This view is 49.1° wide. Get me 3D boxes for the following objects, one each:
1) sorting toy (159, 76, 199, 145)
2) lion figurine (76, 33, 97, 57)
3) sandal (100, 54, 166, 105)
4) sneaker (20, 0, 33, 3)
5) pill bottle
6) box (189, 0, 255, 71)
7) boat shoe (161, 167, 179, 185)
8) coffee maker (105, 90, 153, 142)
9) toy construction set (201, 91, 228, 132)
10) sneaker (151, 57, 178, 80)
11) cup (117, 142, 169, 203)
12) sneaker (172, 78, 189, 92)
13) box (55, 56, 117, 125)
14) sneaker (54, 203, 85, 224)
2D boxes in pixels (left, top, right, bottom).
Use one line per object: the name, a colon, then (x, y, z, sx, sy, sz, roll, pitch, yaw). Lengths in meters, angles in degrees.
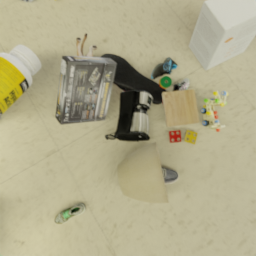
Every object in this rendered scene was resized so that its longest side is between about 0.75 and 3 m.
sorting toy: (1.911, -0.634, 10.449, 1.268, 0.445, 2.631, -8, 87, -11)
lion figurine: (-1.551, -2.211, 10.761, 0.928, 1.568, 2.561, 0, 59, -14)
sandal: (0.093, -1.786, 10.916, 2.957, 0.666, 1.111, 32, 68, -6)
sneaker: (-5.026, -6.385, 12.409, 2.075, 0.838, 1.198, 15, 68, -2)
pill bottle: (-4.310, -1.591, 9.620, 1.509, 1.509, 2.711, 30, 64, 10)
box: (3.666, -3.685, 10.496, 1.967, 2.583, 1.373, -26, 73, -9)
boat shoe: (1.065, 1.574, 9.557, 1.556, 0.722, 0.581, 3, 68, -9)
coffee maker: (0.034, -0.445, 10.184, 1.638, 1.149, 1.706, 4, 71, 2)
toy construction set: (3.167, -0.526, 10.205, 0.727, 1.035, 1.579, 25, 62, -36)
sneaker: (1.424, -2.297, 11.042, 0.546, 0.488, 1.334, 40, 65, 15)
cup: (0.441, 1.574, 9.161, 1.424, 1.991, 1.991, -12, 72, 5)
sneaker: (2.000, -1.608, 10.701, 0.366, 0.659, 0.942, 25, 80, 31)
box: (-1.467, -1.270, 9.621, 1.795, 2.266, 0.548, -8, 35, -35)
sneaker: (-1.991, 2.861, 9.414, 1.105, 0.490, 0.425, -28, 74, -9)
